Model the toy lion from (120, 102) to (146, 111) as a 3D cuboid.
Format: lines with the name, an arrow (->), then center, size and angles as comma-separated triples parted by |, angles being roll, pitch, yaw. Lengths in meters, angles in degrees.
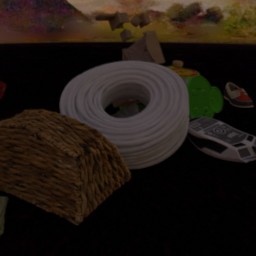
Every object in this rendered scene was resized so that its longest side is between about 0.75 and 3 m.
toy lion -> 0.559, -0.837, 9.728 | 1.590, 0.546, 1.524 | -19, 20, -38

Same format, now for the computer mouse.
computer mouse -> 2.347, 0.475, 6.073 | 1.485, 0.594, 2.708 | -20, 34, -33

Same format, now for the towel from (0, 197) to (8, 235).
towel -> -2.238, 1.355, 4.195 | 0.759, 0.187, 1.023 | -7, 22, -15

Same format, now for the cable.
cable -> -0.073, -0.435, 6.332 | 2.912, 1.008, 2.913 | 19, 54, 22

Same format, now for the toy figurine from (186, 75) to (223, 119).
toy figurine -> 1.571, -0.696, 8.243 | 1.834, 1.377, 1.688 | -10, 2, -42

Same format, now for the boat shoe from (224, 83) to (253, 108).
boat shoe -> 4.124, -1.224, 10.541 | 0.664, 0.584, 1.866 | 0, 22, -4

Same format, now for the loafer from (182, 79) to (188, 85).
loafer -> 1.761, -1.411, 10.644 | 0.974, 0.976, 2.792 | -7, 14, -2

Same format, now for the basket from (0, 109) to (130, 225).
basket -> -1.179, 0.376, 4.928 | 2.110, 1.506, 1.572 | 13, 25, 29

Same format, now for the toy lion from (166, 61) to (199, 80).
toy lion -> 2.406, -2.861, 14.856 | 2.452, 0.842, 2.351 | -5, 29, -13

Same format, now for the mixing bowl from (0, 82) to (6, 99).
mixing bowl -> -5.221, -1.319, 10.574 | 1.156, 0.626, 1.156 | 8, 29, -5

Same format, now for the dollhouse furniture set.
dollhouse furniture set -> 0.025, -2.308, 8.742 | 1.295, 2.925, 1.516 | -18, 1, -35

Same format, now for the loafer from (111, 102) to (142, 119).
loafer -> 0.090, -0.186, 7.175 | 2.800, 0.977, 0.979 | -3, 21, -8
